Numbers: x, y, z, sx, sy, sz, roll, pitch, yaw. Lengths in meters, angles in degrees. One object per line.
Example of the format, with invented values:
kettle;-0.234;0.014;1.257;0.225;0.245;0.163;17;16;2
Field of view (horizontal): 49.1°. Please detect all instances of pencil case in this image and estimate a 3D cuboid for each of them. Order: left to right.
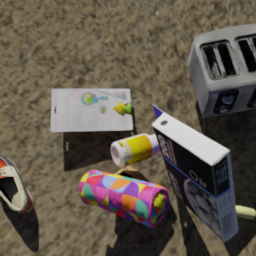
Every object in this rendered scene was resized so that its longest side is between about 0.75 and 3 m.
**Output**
pencil case;-0.159;1.718;7.025;2.360;1.043;1.043;6;71;38

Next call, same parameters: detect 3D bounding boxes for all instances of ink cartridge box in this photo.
ink cartridge box;1.432;1.033;6.899;0.586;2.676;2.701;-30;35;-14

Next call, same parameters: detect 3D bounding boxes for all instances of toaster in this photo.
toaster;3.085;-1.743;8.322;2.229;1.462;2.465;-10;67;1

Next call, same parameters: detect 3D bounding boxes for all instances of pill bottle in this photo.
pill bottle;0.236;0.598;7.844;1.321;0.722;0.722;-15;74;-24

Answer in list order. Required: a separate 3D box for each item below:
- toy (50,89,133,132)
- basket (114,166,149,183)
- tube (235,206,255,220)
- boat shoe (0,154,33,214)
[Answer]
toy;-1.168;-0.516;9.127;2.531;0.598;1.458;-2;71;-4
basket;0.058;1.795;8.111;1.237;0.922;0.883;44;116;16
tube;3.126;2.416;8.160;1.291;0.375;0.335;15;53;-20
boat shoe;-3.687;1.623;8.467;0.798;0.701;2.241;-37;76;-8
